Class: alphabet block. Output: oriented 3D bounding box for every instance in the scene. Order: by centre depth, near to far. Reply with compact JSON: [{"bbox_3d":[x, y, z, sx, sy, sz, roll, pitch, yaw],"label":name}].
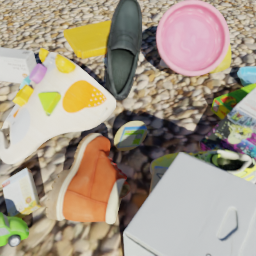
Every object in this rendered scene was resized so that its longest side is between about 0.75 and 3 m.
[{"bbox_3d":[0.937,1.539,6.494,0.882,0.887,0.903,6,44,10],"label":"alphabet block"}]

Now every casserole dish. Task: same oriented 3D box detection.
[{"bbox_3d":[5.043,-1.808,10.431,1.966,0.381,1.191,3,44,4],"label":"casserole dish"}]

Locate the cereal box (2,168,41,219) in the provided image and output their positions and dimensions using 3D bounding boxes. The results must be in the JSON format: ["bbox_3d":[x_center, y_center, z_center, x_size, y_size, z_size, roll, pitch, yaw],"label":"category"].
[{"bbox_3d":[-2.547,1.575,6.633,0.743,0.204,1.033,-30,58,4],"label":"cereal box"}]

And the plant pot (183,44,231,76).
[{"bbox_3d":[2.703,-2.768,10.572,1.624,1.726,1.726,-20,46,-6],"label":"plant pot"}]

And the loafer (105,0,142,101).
[{"bbox_3d":[-0.083,-2.171,7.683,0.969,2.854,1.002,7,3,-9],"label":"loafer"}]

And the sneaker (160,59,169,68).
[{"bbox_3d":[2.062,-3.153,11.474,0.703,0.897,1.804,33,52,30],"label":"sneaker"}]

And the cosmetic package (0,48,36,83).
[{"bbox_3d":[-4.824,-2.371,10.509,2.703,1.116,0.684,8,46,9],"label":"cosmetic package"}]

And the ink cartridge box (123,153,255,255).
[{"bbox_3d":[1.156,2.089,4.699,1.833,2.534,1.841,24,48,23],"label":"ink cartridge box"}]

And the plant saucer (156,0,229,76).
[{"bbox_3d":[2.070,-2.894,9.222,2.401,2.401,0.609,-6,4,-6],"label":"plant saucer"}]

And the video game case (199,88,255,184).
[{"bbox_3d":[3.773,0.414,7.450,2.481,0.490,2.738,-42,55,-12],"label":"video game case"}]

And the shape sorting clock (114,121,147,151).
[{"bbox_3d":[0.073,0.222,7.797,1.024,1.024,0.201,-19,48,-19],"label":"shape sorting clock"}]

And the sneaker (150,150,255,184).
[{"bbox_3d":[1.792,0.879,6.882,2.592,0.990,0.977,-3,54,17],"label":"sneaker"}]

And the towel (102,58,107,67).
[{"bbox_3d":[-0.572,-2.807,11.664,0.888,0.136,0.662,-13,45,-14],"label":"towel"}]

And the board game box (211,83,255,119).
[{"bbox_3d":[3.949,-0.801,9.265,2.103,0.501,1.069,-21,47,-21],"label":"board game box"}]

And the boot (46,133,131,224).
[{"bbox_3d":[-0.599,1.058,6.296,1.452,1.016,2.707,6,31,8],"label":"boot"}]

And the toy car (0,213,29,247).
[{"bbox_3d":[-3.321,2.184,5.548,2.549,0.604,2.709,-8,20,-30],"label":"toy car"}]

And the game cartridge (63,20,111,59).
[{"bbox_3d":[-1.290,-4.126,12.898,2.819,0.457,2.485,-19,46,-16],"label":"game cartridge"}]

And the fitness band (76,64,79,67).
[{"bbox_3d":[-2.269,-2.065,10.816,1.008,0.263,1.404,-25,48,-21],"label":"fitness band"}]

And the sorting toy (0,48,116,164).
[{"bbox_3d":[-2.201,-0.441,6.903,2.647,1.571,2.940,-50,36,-7],"label":"sorting toy"}]
